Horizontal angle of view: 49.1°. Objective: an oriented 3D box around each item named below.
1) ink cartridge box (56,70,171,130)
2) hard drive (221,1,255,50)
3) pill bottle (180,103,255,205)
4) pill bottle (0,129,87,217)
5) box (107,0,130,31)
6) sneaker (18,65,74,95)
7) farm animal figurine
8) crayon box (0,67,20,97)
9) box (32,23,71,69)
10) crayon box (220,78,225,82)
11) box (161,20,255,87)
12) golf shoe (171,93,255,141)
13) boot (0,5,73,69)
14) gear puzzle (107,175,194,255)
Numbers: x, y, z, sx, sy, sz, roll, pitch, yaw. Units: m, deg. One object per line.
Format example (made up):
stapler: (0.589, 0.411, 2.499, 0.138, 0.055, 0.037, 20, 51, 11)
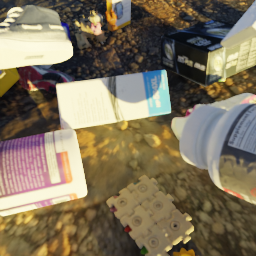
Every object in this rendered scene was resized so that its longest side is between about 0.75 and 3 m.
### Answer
ink cartridge box: (-0.479, -0.789, 7.766, 2.772, 1.169, 2.024, -9, 7, -9)
hard drive: (2.919, -2.627, 5.697, 0.286, 1.415, 2.145, 40, 90, -6)
pill bottle: (2.229, 0.468, 4.302, 1.535, 1.535, 2.773, -35, 36, -29)
pill bottle: (-2.494, 1.058, 6.282, 2.904, 1.618, 1.618, -11, 47, -11)
box: (-0.403, -5.378, 12.325, 0.403, 1.943, 1.157, 33, 54, 28)
sneaker: (-2.860, -1.640, 9.595, 2.130, 0.859, 0.795, 19, 20, 18)
farm animal figurine: (-1.504, -3.969, 11.646, 2.174, 1.134, 2.150, -38, 44, -22)
crayon box: (-4.608, -1.707, 9.036, 1.817, 0.746, 2.891, -41, 51, 6)
box: (-3.596, -3.315, 10.911, 1.915, 1.092, 2.082, 18, 48, 16)
crayon box: (3.116, -1.995, 10.218, 0.789, 0.230, 0.681, 5, 47, 9)
box: (2.929, -2.781, 9.996, 2.773, 1.194, 2.271, -24, 41, -25)
golf shoe: (2.526, -0.404, 8.128, 2.938, 1.106, 1.344, -29, 49, -27)
boot: (-2.410, -1.961, 5.892, 2.526, 0.919, 1.141, -17, 84, -49)
gear puzzle: (0.676, 2.154, 6.054, 1.284, 0.325, 2.479, -32, 49, -18)
